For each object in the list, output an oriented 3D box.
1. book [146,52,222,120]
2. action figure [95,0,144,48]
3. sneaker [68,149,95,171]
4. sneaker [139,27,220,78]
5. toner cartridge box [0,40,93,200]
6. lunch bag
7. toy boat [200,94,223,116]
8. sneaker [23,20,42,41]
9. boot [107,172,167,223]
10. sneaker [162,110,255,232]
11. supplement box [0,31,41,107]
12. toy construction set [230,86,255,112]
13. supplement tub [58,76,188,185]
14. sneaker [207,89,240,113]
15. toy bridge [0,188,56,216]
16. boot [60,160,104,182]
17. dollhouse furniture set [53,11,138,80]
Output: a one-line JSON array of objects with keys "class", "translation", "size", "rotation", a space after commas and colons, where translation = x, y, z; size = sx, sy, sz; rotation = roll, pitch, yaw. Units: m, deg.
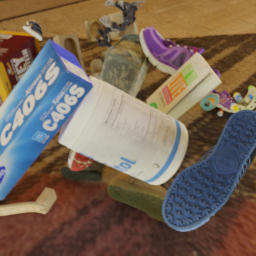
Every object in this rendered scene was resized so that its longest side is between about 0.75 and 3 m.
[{"class": "book", "translation": [1.346, -0.967, 7.399], "size": [0.465, 1.936, 1.294], "rotation": [33, 27, -28]}, {"class": "action figure", "translation": [-0.433, -3.728, 9.617], "size": [1.085, 2.126, 1.263], "rotation": [32, 48, -22]}, {"class": "sneaker", "translation": [-1.104, 0.169, 7.095], "size": [0.781, 0.740, 1.902], "rotation": [1, 66, 37]}, {"class": "sneaker", "translation": [1.660, -2.281, 8.793], "size": [2.896, 1.208, 1.168], "rotation": [35, 44, -11]}, {"class": "toner cartridge box", "translation": [-1.988, -0.143, 5.448], "size": [0.638, 2.955, 1.404], "rotation": [29, 18, -40]}, {"class": "lunch bag", "translation": [-0.026, -2.011, 9.682], "size": [1.402, 1.956, 2.385], "rotation": [27, 40, 5]}, {"class": "toy boat", "translation": [2.924, -0.765, 9.595], "size": [0.852, 0.716, 0.396], "rotation": [44, 37, 3]}, {"class": "sneaker", "translation": [-2.741, -2.900, 8.203], "size": [0.397, 0.392, 1.000], "rotation": [-50, 54, -1]}, {"class": "boot", "translation": [0.843, 1.064, 7.222], "size": [2.061, 0.778, 2.353], "rotation": [20, 42, 21]}, {"class": "sneaker", "translation": [1.577, 0.836, 4.949], "size": [0.878, 0.975, 2.503], "rotation": [36, 75, 31]}, {"class": "supplement box", "translation": [-4.973, -2.201, 10.329], "size": [2.679, 1.803, 2.716], "rotation": [8, 40, 10]}, {"class": "toy construction set", "translation": [3.143, -0.499, 6.737], "size": [1.375, 0.902, 0.633], "rotation": [26, 31, -38]}, {"class": "supplement tub", "translation": [-0.090, 0.109, 5.999], "size": [2.379, 1.569, 1.569], "rotation": [25, 37, -16]}, {"class": "sneaker", "translation": [3.376, -0.951, 9.667], "size": [1.479, 0.617, 0.596], "rotation": [30, 29, 31]}, {"class": "toy bridge", "translation": [-3.258, 1.596, 6.860], "size": [2.855, 0.389, 0.960], "rotation": [12, 41, 15]}, {"class": "boot", "translation": [-1.203, 1.060, 7.590], "size": [1.124, 0.381, 0.734], "rotation": [8, 35, -2]}, {"class": "dollhouse furniture set", "translation": [-1.108, -3.009, 10.531], "size": [2.446, 2.327, 1.993], "rotation": [-25, 21, -37]}]
